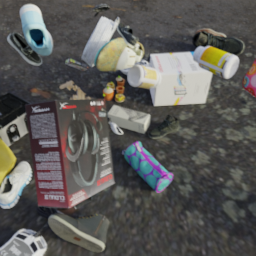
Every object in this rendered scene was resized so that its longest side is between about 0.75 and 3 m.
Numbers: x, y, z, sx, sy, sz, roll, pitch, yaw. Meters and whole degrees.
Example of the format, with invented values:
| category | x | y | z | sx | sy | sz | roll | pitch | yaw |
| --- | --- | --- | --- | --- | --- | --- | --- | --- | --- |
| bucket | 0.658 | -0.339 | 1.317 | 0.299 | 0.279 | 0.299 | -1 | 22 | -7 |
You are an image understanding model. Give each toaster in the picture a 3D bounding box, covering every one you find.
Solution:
| category | x | y | z | sx | sy | sz | roll | pitch | yaw |
| --- | --- | --- | --- | --- | --- | --- | --- | --- | --- |
| toaster | -4.606 | -0.347 | 10.618 | 1.918 | 1.138 | 1.734 | 26 | 50 | 24 |

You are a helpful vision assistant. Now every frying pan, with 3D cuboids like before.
| category | x | y | z | sx | sy | sz | roll | pitch | yaw |
| --- | --- | --- | --- | --- | --- | --- | --- | --- | --- |
| frying pan | -0.867 | -3.820 | 9.073 | 0.545 | 0.147 | 0.901 | -11 | 9 | -3 |

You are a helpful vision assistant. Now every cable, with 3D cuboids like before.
| category | x | y | z | sx | sy | sz | roll | pitch | yaw |
| --- | --- | --- | --- | --- | --- | --- | --- | --- | --- |
| cable | -1.107 | -3.165 | 10.354 | 0.624 | 1.803 | 1.803 | 29 | 72 | -11 |

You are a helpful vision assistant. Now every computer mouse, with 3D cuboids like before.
| category | x | y | z | sx | sy | sz | roll | pitch | yaw |
| --- | --- | --- | --- | --- | --- | --- | --- | --- | --- |
| computer mouse | -2.747 | 3.219 | 7.333 | 1.520 | 0.608 | 2.772 | 31 | 46 | 20 |
| computer mouse | 0.596 | -3.026 | 13.873 | 2.432 | 0.534 | 1.334 | -22 | 46 | -25 |
| computer mouse | -0.486 | -0.041 | 9.000 | 0.192 | 0.873 | 0.479 | -47 | 31 | -11 |

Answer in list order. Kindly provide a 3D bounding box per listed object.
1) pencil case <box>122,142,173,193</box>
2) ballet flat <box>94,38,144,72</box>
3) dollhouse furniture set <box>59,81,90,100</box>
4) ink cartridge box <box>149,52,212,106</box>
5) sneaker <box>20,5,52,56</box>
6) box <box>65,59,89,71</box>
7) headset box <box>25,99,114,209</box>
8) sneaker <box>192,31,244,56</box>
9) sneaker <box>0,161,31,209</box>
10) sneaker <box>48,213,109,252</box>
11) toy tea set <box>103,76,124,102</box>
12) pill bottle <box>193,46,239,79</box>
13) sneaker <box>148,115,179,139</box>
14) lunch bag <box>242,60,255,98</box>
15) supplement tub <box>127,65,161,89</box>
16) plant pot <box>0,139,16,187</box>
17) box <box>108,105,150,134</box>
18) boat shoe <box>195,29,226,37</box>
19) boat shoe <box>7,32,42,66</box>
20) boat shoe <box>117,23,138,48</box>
| category | x | y | z | sx | sy | sz | roll | pitch | yaw |
| --- | --- | --- | --- | --- | --- | --- | --- | --- | --- |
| pencil case | 0.626 | 1.240 | 9.180 | 0.776 | 0.843 | 1.824 | -25 | 50 | -28 |
| ballet flat | -0.108 | -2.325 | 8.959 | 1.029 | 1.029 | 2.910 | 12 | 24 | 12 |
| dollhouse furniture set | -1.752 | -0.949 | 9.283 | 0.528 | 1.193 | 0.618 | -18 | 59 | 17 |
| ink cartridge box | 2.125 | -2.109 | 12.063 | 2.292 | 1.658 | 1.687 | -4 | 44 | -4 |
| sneaker | -3.344 | -3.207 | 10.283 | 0.947 | 2.562 | 1.050 | -12 | 73 | -3 |
| box | -1.937 | -2.391 | 10.626 | 0.783 | 0.136 | 0.431 | 16 | -11 | -34 |
| headset box | -1.232 | 0.588 | 6.461 | 0.942 | 2.440 | 1.815 | -5 | 3 | 29 |
| sneaker | 4.539 | -4.362 | 14.603 | 2.737 | 1.046 | 1.568 | 29 | 30 | 30 |
| sneaker | -3.577 | 1.649 | 8.849 | 0.631 | 0.730 | 1.684 | 3 | 43 | 5 |
| sneaker | -1.321 | 2.619 | 7.653 | 1.689 | 0.632 | 0.897 | 35 | 35 | -14 |
| toy tea set | -0.597 | -1.825 | 12.548 | 0.952 | 0.592 | 1.600 | 2 | 44 | 2 |
| pill bottle | 2.048 | -1.586 | 6.644 | 0.548 | 0.548 | 1.004 | -30 | 48 | -28 |
| sneaker | 1.357 | -0.075 | 10.618 | 1.347 | 0.772 | 0.515 | -20 | 46 | -17 |
| lunch bag | 3.388 | -1.206 | 6.301 | 0.567 | 1.385 | 1.220 | 6 | 34 | -32 |
| supplement tub | 0.586 | -1.779 | 9.884 | 1.054 | 0.767 | 0.767 | 1 | 35 | -42 |
| plant pot | -4.435 | 1.104 | 8.755 | 1.448 | 2.040 | 2.040 | 28 | 44 | -12 |
| box | 0.027 | -0.344 | 11.046 | 1.577 | 0.539 | 0.648 | 15 | 46 | 16 |
| boat shoe | 4.684 | -5.199 | 16.035 | 1.783 | 0.675 | 0.640 | 18 | 48 | 20 |
| boat shoe | -4.133 | -3.186 | 11.429 | 0.521 | 1.637 | 0.579 | -7 | 53 | 41 |
| boat shoe | -0.003 | -2.427 | 7.173 | 0.341 | 0.321 | 0.950 | 10 | 40 | -39 |
